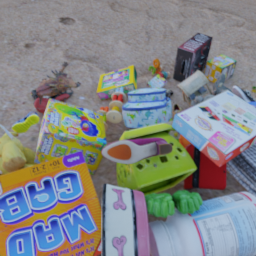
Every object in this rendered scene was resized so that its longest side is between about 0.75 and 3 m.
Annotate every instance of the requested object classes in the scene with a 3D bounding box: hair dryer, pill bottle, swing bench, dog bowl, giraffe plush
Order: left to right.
[{"bbox_3d":[-4.080,1.348,9.048,1.928,2.052,2.378,-41,94,-2],"label":"giraffe plush"},{"bbox_3d":[-3.286,-1.277,12.698,1.969,0.702,2.586,-16,45,-18],"label":"hair dryer"},{"bbox_3d":[-0.088,2.709,6.738,1.003,2.721,2.721,-1,42,-3],"label":"dog bowl"},{"bbox_3d":[2.917,-1.666,12.213,1.138,1.144,0.742,-36,45,-2],"label":"swing bench"},{"bbox_3d":[2.078,2.815,7.468,3.000,1.631,1.631,-10,43,-10],"label":"pill bottle"}]

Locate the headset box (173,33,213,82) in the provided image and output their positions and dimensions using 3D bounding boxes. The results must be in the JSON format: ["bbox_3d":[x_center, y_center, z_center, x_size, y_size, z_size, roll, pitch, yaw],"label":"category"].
[{"bbox_3d":[3.237,-3.514,14.329,0.911,1.806,2.430,28,48,26],"label":"headset box"}]

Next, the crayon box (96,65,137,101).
[{"bbox_3d":[-0.507,-2.169,13.425,1.817,0.530,1.568,-13,41,15],"label":"crayon box"}]

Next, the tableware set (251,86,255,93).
[{"bbox_3d":[6.328,-1.761,13.649,0.595,0.135,0.883,11,44,13],"label":"tableware set"}]

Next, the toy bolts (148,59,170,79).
[{"bbox_3d":[1.732,-3.042,14.551,0.747,1.029,1.077,-19,63,-28],"label":"toy bolts"}]

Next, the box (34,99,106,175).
[{"bbox_3d":[-1.992,0.293,9.798,2.067,1.309,2.146,15,31,-20],"label":"box"}]

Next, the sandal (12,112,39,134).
[{"bbox_3d":[-3.611,-0.205,9.960,1.173,0.466,0.511,-26,36,13],"label":"sandal"}]

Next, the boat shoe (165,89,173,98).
[{"bbox_3d":[1.870,-1.556,13.288,0.318,0.323,0.867,27,50,27],"label":"boat shoe"}]

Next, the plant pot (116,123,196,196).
[{"bbox_3d":[0.601,1.034,8.720,1.975,1.984,1.801,-13,68,-21],"label":"plant pot"}]

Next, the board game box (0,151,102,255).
[{"bbox_3d":[-1.945,2.252,6.983,2.304,2.306,2.304,-16,74,-17],"label":"board game box"}]

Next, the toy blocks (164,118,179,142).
[{"bbox_3d":[1.341,0.144,9.656,0.593,0.434,0.868,-16,88,1],"label":"toy blocks"}]

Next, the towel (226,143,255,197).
[{"bbox_3d":[4.652,1.024,9.818,2.204,1.139,2.662,-17,45,-19],"label":"towel"}]

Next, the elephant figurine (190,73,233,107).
[{"bbox_3d":[3.957,-1.097,11.796,2.327,1.805,1.646,-28,21,-24],"label":"elephant figurine"}]

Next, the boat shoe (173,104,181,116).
[{"bbox_3d":[2.113,-0.602,12.086,0.419,0.376,1.133,-24,37,18],"label":"boat shoe"}]

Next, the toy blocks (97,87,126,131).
[{"bbox_3d":[-0.746,-0.846,11.772,1.504,0.655,1.804,-30,33,33],"label":"toy blocks"}]

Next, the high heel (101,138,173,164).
[{"bbox_3d":[0.182,0.572,7.393,1.861,0.627,0.895,1,4,-13],"label":"high heel"}]

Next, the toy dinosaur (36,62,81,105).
[{"bbox_3d":[-2.885,-1.591,10.676,2.346,1.007,1.590,-28,19,19],"label":"toy dinosaur"}]

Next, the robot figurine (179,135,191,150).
[{"bbox_3d":[2.297,0.670,10.533,0.660,0.814,1.132,-42,39,15],"label":"robot figurine"}]

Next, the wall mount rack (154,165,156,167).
[{"bbox_3d":[1.279,1.325,9.841,1.443,0.538,1.254,-9,75,12],"label":"wall mount rack"}]

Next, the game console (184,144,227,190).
[{"bbox_3d":[2.493,1.270,9.180,0.911,1.322,1.535,10,72,-7],"label":"game console"}]

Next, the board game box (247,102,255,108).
[{"bbox_3d":[3.578,-0.185,9.795,2.317,0.519,1.558,-1,43,20],"label":"board game box"}]

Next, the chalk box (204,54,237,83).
[{"bbox_3d":[4.854,-3.089,14.483,1.599,0.995,0.990,-29,50,-29],"label":"chalk box"}]

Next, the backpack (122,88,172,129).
[{"bbox_3d":[0.692,-0.754,10.868,1.861,1.494,2.034,-2,16,16],"label":"backpack"}]

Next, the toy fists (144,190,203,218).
[{"bbox_3d":[1.104,1.861,6.951,1.510,0.519,0.769,-1,8,-17],"label":"toy fists"}]

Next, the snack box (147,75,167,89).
[{"bbox_3d":[1.431,-2.188,13.812,0.618,0.230,0.869,40,62,17],"label":"snack box"}]

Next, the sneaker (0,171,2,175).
[{"bbox_3d":[-4.266,1.550,8.340,1.025,0.395,0.420,-14,74,-9],"label":"sneaker"}]

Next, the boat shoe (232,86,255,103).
[{"bbox_3d":[4.633,-1.249,11.032,1.253,0.463,0.428,43,83,-3],"label":"boat shoe"}]

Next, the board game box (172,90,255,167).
[{"bbox_3d":[2.884,-0.109,8.426,2.500,0.504,1.913,-24,51,-29],"label":"board game box"}]
